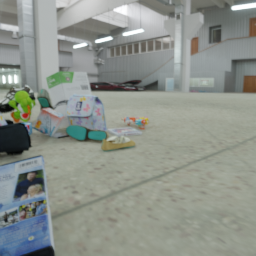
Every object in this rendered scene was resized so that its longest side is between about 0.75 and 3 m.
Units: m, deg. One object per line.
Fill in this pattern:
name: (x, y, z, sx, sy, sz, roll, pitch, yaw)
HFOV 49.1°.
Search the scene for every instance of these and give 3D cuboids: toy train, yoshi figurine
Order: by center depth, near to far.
toy train: (0.352, -0.241, 14.255, 1.417, 0.525, 1.887, -4, 9, -2)
yoshi figurine: (-5.708, -1.216, 15.131, 1.291, 1.296, 2.305, 31, -34, -14)

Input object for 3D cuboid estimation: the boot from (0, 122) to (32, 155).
boot: (-4.618, 0.336, 9.213, 2.280, 1.036, 2.713, -11, 21, -36)

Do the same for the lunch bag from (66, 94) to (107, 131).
lunch bag: (-1.859, -0.560, 12.131, 1.475, 1.740, 1.106, 7, 22, 29)

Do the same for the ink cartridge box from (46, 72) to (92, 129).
ink cartridge box: (-2.815, -1.410, 14.217, 1.127, 2.674, 1.953, -13, 0, 37)

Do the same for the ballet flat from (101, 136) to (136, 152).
ballet flat: (-0.299, 0.514, 9.986, 1.453, 0.458, 0.499, -8, 16, -39)

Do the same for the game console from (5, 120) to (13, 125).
game console: (-6.370, -0.138, 14.172, 1.326, 0.271, 2.248, -9, 14, -40)

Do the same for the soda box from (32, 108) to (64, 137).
soda box: (-3.312, -0.278, 11.889, 0.817, 0.879, 2.570, 27, 0, -9)

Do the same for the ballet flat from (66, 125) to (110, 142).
ballet flat: (-1.580, 0.295, 11.226, 1.811, 0.614, 0.682, 8, -10, 14)

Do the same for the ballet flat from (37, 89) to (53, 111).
ballet flat: (-4.719, -1.392, 16.196, 0.811, 0.766, 2.405, 0, -28, -6)

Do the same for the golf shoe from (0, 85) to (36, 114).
golf shoe: (-6.477, -1.598, 15.585, 2.430, 1.148, 0.945, -22, -16, -20)

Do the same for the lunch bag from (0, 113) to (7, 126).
lunch bag: (-5.739, -0.257, 11.394, 1.242, 1.053, 0.790, -30, 28, -22)

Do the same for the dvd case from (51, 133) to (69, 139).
dvd case: (-3.020, 0.324, 12.156, 0.867, 0.076, 0.618, 9, 14, 43)

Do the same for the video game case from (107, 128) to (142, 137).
video game case: (-0.186, 0.173, 12.783, 1.188, 0.150, 1.304, -5, 11, -22)

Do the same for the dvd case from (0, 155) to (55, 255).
dvd case: (-2.056, 1.227, 4.137, 1.723, 0.212, 2.415, -14, 26, -14)

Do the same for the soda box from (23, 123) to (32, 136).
soda box: (-4.536, 0.134, 12.008, 0.529, 0.500, 1.560, -1, 11, -8)
